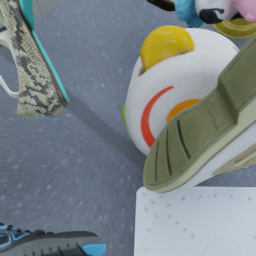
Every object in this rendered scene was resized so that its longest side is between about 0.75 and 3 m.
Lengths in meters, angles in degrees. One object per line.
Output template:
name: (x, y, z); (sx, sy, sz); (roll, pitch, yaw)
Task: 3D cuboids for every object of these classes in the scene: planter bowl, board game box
planter bowl: (3.147, -3.320, 7.922); (1.474, 0.614, 1.474); (0, 70, 1)
board game box: (1.436, 2.117, 4.104); (2.694, 0.348, 2.693); (-1, 46, 5)

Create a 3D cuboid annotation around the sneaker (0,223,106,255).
sneaker: (-1.319, 1.432, 3.297); (2.113, 0.774, 0.865); (0, 27, -23)

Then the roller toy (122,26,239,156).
roller toy: (1.037, -0.429, 4.664); (2.102, 2.304, 1.610); (15, 38, -3)

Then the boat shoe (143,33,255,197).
boat shoe: (1.148, 0.112, 3.296); (0.923, 2.698, 1.008); (20, 47, -21)

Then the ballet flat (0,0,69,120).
ballet flat: (-1.354, -1.090, 3.281); (0.795, 0.716, 2.112); (-17, 85, -9)

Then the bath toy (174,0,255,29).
bath toy: (2.124, -2.043, 4.703); (1.193, 1.014, 2.745); (-43, 41, -21)

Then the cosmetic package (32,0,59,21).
cosmetic package: (-1.983, -3.109, 5.610); (0.922, 1.818, 0.648); (38, 76, -2)

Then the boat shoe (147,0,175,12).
boat shoe: (0.297, -3.394, 6.138); (2.133, 0.764, 0.812); (18, 94, -28)

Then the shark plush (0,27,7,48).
shark plush: (-2.185, -0.749, 3.628); (0.965, 1.052, 2.317); (8, 65, 15)
